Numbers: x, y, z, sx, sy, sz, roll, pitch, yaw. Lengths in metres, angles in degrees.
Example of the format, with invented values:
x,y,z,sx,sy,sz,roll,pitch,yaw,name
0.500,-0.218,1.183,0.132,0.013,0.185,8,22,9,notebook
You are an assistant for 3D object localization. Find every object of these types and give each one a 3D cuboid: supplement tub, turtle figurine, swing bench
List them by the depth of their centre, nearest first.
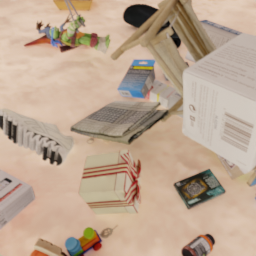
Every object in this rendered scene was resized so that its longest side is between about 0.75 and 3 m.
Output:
x,y,z,sx,sy,sz,roll,pitch,yaw,name
1.706,2.875,6.706,0.864,0.462,0.462,-17,49,-36,supplement tub
1.545,-2.111,8.351,2.831,2.816,1.837,-51,25,-21,swing bench
-1.809,-4.094,11.261,2.359,1.751,2.433,17,88,-18,turtle figurine

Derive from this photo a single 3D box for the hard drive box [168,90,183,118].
x,y,z,sx,sy,sz,roll,pitch,yaw,name
2.662,-1.121,10.001,1.631,0.804,2.093,27,55,23,hard drive box

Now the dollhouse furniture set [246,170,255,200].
x,y,z,sx,sy,sz,roll,pitch,yaw,name
4.008,1.637,7.683,0.999,0.691,1.058,-17,52,-15,dollhouse furniture set

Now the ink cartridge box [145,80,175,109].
x,y,z,sx,sy,sz,roll,pitch,yaw,name
1.231,-1.255,10.349,1.031,0.430,0.748,31,52,25,ink cartridge box

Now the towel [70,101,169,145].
x,y,z,sx,sy,sz,roll,pitch,yaw,name
-0.241,-0.313,8.723,2.427,0.419,2.337,10,30,36,towel

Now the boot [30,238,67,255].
x,y,z,sx,sy,sz,roll,pitch,yaw,name
-1.303,3.467,6.040,2.372,0.890,1.272,13,52,22,boot

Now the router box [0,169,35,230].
x,y,z,sx,sy,sz,roll,pitch,yaw,name
-3.790,1.940,7.111,1.848,0.503,2.059,19,39,27,router box

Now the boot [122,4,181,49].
x,y,z,sx,sy,sz,roll,pitch,yaw,name
1.020,-4.571,12.783,2.866,1.094,2.408,11,46,1,boot

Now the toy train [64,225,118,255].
x,y,z,sx,sy,sz,roll,pitch,yaw,name
-0.866,2.586,6.733,1.357,0.785,0.574,-30,58,-18,toy train

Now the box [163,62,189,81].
x,y,z,sx,sy,sz,roll,pitch,yaw,name
1.971,-2.306,11.380,1.073,0.267,0.846,-4,49,-2,box

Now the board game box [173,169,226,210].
x,y,z,sx,sy,sz,roll,pitch,yaw,name
2.016,1.718,7.937,1.221,0.172,0.826,-18,53,-15,board game box

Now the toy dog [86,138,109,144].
x,y,z,sx,sy,sz,roll,pitch,yaw,name
-0.937,0.146,9.107,0.947,0.456,0.625,-4,38,-5,toy dog

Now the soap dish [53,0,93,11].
x,y,z,sx,sy,sz,roll,pitch,yaw,name
-2.857,-7.042,15.123,2.059,0.836,1.620,2,49,1,soap dish

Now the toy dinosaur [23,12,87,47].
x,y,z,sx,sy,sz,roll,pitch,yaw,name
-3.001,-4.002,12.728,2.275,1.316,2.507,38,98,12,toy dinosaur

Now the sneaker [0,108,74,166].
x,y,z,sx,sy,sz,roll,pitch,yaw,name
-2.880,0.148,8.714,2.593,0.974,1.051,32,44,2,sneaker

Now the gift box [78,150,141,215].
x,y,z,sx,sy,sz,roll,pitch,yaw,name
-0.371,1.414,7.188,1.391,1.490,1.375,-8,51,14,gift box

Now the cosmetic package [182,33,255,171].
x,y,z,sx,sy,sz,roll,pitch,yaw,name
2.717,-0.692,6.484,2.310,1.933,1.921,-35,48,-27,cosmetic package

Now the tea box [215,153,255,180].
x,y,z,sx,sy,sz,roll,pitch,yaw,name
3.462,0.268,8.217,1.770,1.202,1.799,-24,73,-18,tea box

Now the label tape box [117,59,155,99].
x,y,z,sx,sy,sz,roll,pitch,yaw,name
0.404,-1.816,10.298,1.070,0.470,1.484,11,63,36,label tape box

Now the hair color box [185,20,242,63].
x,y,z,sx,sy,sz,roll,pitch,yaw,name
3.675,-2.663,9.992,2.890,1.445,0.875,30,35,20,hair color box
